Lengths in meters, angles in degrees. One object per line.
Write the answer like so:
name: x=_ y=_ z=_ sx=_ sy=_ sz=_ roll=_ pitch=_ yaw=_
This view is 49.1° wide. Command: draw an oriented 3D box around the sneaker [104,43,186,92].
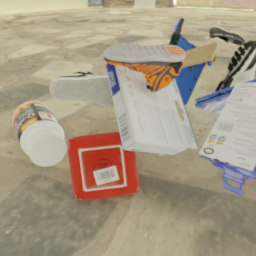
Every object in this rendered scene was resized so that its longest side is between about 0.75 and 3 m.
sneaker: x=0.409 y=-1.531 z=7.508 sx=2.181 sy=1.222 sz=0.846 roll=1 pitch=45 yaw=-10

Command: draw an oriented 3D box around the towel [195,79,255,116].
towel: x=2.990 y=-0.776 z=7.845 sx=1.713 sy=0.278 sz=2.333 roll=-19 pitch=-14 yaw=30

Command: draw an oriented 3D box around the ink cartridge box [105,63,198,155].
ink cartridge box: x=0.726 y=-0.548 z=8.234 sx=2.715 sy=0.551 sz=2.709 roll=10 pitch=57 yaw=-41

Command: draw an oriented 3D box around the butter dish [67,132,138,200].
butter dish: x=-0.820 y=1.160 z=9.410 sx=2.109 sy=2.103 sz=1.559 roll=-7 pitch=6 yaw=-3

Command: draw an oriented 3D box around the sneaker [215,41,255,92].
sneaker: x=4.294 y=-1.938 z=10.528 sx=1.144 sy=2.860 sz=1.054 roll=11 pitch=47 yaw=-6

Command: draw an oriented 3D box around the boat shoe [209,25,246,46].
boat shoe: x=3.246 y=-2.935 z=9.239 sx=1.301 sy=0.408 sz=0.473 roll=19 pitch=-12 yaw=-10

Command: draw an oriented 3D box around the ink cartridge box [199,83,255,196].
ink cartridge box: x=2.397 y=0.208 z=5.516 sx=0.826 sy=2.165 sz=1.477 roll=33 pitch=-7 yaw=-23

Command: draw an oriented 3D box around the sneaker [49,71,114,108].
sneaker: x=-1.123 y=-1.266 z=8.796 sx=2.494 sy=0.978 sz=0.990 roll=6 pitch=21 yaw=-8

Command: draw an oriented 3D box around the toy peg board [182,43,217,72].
toy peg board: x=2.495 y=-2.306 z=9.617 sx=1.103 sy=0.540 sz=1.098 roll=-9 pitch=37 yaw=33

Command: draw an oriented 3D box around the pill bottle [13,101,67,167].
pill bottle: x=-3.448 y=0.184 z=10.921 sx=1.638 sy=1.638 sz=2.815 roll=-15 pitch=34 yaw=-23

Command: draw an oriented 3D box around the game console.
game console: x=2.347 y=-2.813 z=12.008 sx=1.618 sy=2.735 sz=2.334 roll=21 pitch=50 yaw=5
